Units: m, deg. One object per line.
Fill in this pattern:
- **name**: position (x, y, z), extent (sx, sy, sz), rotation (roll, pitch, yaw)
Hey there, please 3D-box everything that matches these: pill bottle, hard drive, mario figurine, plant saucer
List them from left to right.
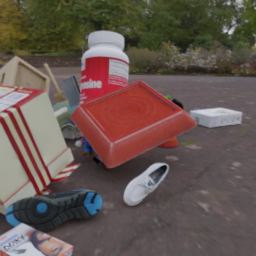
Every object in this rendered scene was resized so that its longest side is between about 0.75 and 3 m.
- **hard drive**: position (-2.271, -1.464, 11.430), extent (0.810, 1.161, 0.191), rotation (-10, 15, 41)
- **mario figurine**: position (-1.216, 0.369, 8.133), extent (0.500, 0.944, 0.583), rotation (-13, -21, 10)
- **pill bottle**: position (-0.809, -1.690, 9.648), extent (1.625, 2.895, 1.625), rotation (2, -4, 0)
- **plant saucer**: position (0.018, -0.363, 7.355), extent (2.563, 0.470, 2.559), rotation (-25, 41, -19)

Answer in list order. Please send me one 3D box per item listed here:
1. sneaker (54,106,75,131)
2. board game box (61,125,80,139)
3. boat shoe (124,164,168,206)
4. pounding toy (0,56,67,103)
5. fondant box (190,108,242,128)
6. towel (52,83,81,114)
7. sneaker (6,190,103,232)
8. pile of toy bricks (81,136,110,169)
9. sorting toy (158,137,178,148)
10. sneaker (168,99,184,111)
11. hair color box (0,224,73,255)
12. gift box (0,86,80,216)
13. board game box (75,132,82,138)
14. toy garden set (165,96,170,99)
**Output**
- **sneaker**: position (-2.700, 0.148, 9.486), extent (2.001, 0.898, 0.671), rotation (-35, 3, -14)
- **board game box**: position (-2.990, -0.127, 11.253), extent (2.735, 0.468, 1.839), rotation (5, 14, 18)
- **boat shoe**: position (0.399, 1.119, 5.653), extent (1.161, 0.418, 0.398), rotation (-32, -3, -30)
- **pounding toy**: position (-3.793, -1.553, 11.272), extent (1.195, 2.295, 2.612), rotation (-27, -39, 27)
- **fondant box**: position (3.901, -0.474, 12.522), extent (1.837, 0.535, 1.325), rotation (-8, 16, -25)
- **towel**: position (-2.440, -1.286, 13.647), extent (2.096, 0.310, 2.858), rotation (7, 44, 29)
- **sneaker**: position (-1.298, 1.456, 5.009), extent (1.620, 0.593, 0.664), rotation (-2, -6, -20)
- **pile of toy bricks**: position (-0.636, 0.537, 7.615), extent (1.346, 0.747, 0.664), rotation (41, 10, 27)
- **sorting toy**: position (0.552, 0.131, 9.553), extent (2.322, 0.800, 0.805), rotation (4, 15, 16)
- **sneaker**: position (1.724, -0.610, 11.261), extent (1.172, 1.003, 2.829), rotation (-25, 7, 20)
- **hair color box**: position (-1.360, 1.765, 3.921), extent (1.068, 0.341, 0.592), rotation (9, 16, 29)
- **gift box**: position (-2.330, 0.374, 5.705), extent (2.002, 2.026, 2.169), rotation (14, 38, 36)
- **board game box**: position (-1.467, 0.113, 10.410), extent (0.572, 0.157, 0.906), rotation (-27, -1, 31)
- **toy garden set**: position (1.185, -1.057, 11.518), extent (0.767, 0.184, 0.920), rotation (-28, 15, -27)
